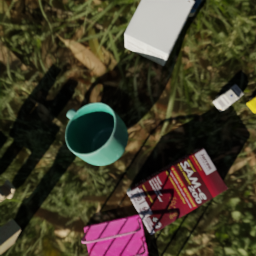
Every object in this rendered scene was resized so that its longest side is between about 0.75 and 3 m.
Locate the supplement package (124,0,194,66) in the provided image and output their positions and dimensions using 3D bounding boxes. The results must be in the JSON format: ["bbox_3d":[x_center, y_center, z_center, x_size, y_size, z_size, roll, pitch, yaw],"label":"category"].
[{"bbox_3d":[1.047,-3.619,9.869,1.650,1.174,2.118,26,84,2],"label":"supplement package"}]

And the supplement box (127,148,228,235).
[{"bbox_3d":[1.601,2.073,9.436,2.938,0.895,1.599,-30,85,-4],"label":"supplement box"}]

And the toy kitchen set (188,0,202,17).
[{"bbox_3d":[2.281,-4.742,10.285,0.791,0.582,0.987,29,85,3],"label":"toy kitchen set"}]

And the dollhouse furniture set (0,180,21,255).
[{"bbox_3d":[-4.720,2.857,8.888,2.501,1.628,2.298,45,44,8],"label":"dollhouse furniture set"}]

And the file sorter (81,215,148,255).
[{"bbox_3d":[-0.260,4.509,8.745,1.969,1.777,2.834,-12,84,-2],"label":"file sorter"}]

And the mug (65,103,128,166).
[{"bbox_3d":[-0.966,0.154,9.314,1.830,1.377,2.227,-24,55,13],"label":"mug"}]

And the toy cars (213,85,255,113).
[{"bbox_3d":[4.217,-1.070,9.948,2.305,0.510,1.033,2,84,0],"label":"toy cars"}]
